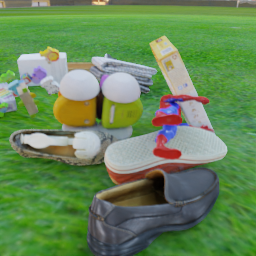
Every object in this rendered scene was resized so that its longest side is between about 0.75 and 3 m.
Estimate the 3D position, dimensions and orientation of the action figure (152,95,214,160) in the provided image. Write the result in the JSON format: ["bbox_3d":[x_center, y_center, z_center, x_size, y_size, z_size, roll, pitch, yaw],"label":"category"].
[{"bbox_3d":[1.297,-0.176,6.066,1.444,0.952,2.917,2,15,7],"label":"action figure"}]

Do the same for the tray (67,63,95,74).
[{"bbox_3d":[-2.638,-2.922,14.029,2.217,0.411,1.093,0,26,-1],"label":"tray"}]

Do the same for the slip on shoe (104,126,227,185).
[{"bbox_3d":[0.877,0.646,6.349,2.906,0.889,1.077,-10,45,-17],"label":"slip on shoe"}]

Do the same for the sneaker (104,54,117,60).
[{"bbox_3d":[-0.932,-3.619,15.284,0.754,0.553,1.666,1,30,-4],"label":"sneaker"}]

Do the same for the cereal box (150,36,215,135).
[{"bbox_3d":[1.506,-1.015,7.740,0.554,2.803,2.017,-26,25,10],"label":"cereal box"}]

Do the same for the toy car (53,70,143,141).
[{"bbox_3d":[-0.776,-0.715,7.496,2.282,1.997,1.711,2,40,-8],"label":"toy car"}]

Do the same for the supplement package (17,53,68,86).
[{"bbox_3d":[-3.758,-2.646,12.584,1.981,1.201,1.186,-5,27,-9],"label":"supplement package"}]

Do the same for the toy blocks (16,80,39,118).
[{"bbox_3d":[-3.293,-1.001,9.075,0.582,1.165,0.796,-25,48,-13],"label":"toy blocks"}]

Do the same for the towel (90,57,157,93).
[{"bbox_3d":[-0.265,-2.241,11.681,2.396,1.026,1.984,6,16,-20],"label":"towel"}]

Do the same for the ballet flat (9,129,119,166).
[{"bbox_3d":[-1.520,0.406,6.654,2.631,0.892,0.991,3,-13,1],"label":"ballet flat"}]

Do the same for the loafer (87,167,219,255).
[{"bbox_3d":[0.636,1.241,5.037,2.935,1.061,1.068,-19,31,-34],"label":"loafer"}]

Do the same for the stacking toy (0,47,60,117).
[{"bbox_3d":[-3.433,-1.554,9.605,2.537,0.596,1.913,-26,48,12],"label":"stacking toy"}]

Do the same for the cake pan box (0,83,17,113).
[{"bbox_3d":[-5.047,-1.012,9.985,1.725,0.490,1.873,-15,38,-24],"label":"cake pan box"}]
